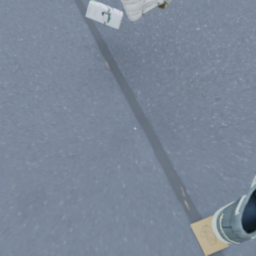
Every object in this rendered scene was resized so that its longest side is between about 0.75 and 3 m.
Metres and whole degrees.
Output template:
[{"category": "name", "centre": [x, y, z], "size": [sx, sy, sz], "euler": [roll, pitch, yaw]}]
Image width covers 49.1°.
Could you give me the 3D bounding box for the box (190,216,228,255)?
[{"category": "box", "centre": [2.423, 3.226, 8.393], "size": [0.779, 0.101, 0.953], "euler": [-18, 60, -11]}]

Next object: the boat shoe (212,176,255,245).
[{"category": "boat shoe", "centre": [2.547, 1.294, 5.045], "size": [2.309, 0.713, 0.841], "euler": [-27, 77, -23]}]

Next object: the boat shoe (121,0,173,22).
[{"category": "boat shoe", "centre": [0.947, -4.055, 8.348], "size": [2.827, 0.980, 1.001], "euler": [-36, 44, -20]}]

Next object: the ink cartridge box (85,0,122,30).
[{"category": "ink cartridge box", "centre": [-0.892, -4.366, 10.780], "size": [1.321, 0.557, 0.965], "euler": [17, 29, -12]}]
